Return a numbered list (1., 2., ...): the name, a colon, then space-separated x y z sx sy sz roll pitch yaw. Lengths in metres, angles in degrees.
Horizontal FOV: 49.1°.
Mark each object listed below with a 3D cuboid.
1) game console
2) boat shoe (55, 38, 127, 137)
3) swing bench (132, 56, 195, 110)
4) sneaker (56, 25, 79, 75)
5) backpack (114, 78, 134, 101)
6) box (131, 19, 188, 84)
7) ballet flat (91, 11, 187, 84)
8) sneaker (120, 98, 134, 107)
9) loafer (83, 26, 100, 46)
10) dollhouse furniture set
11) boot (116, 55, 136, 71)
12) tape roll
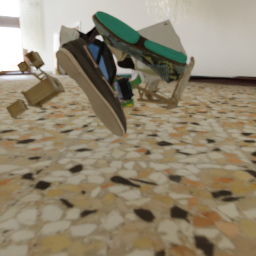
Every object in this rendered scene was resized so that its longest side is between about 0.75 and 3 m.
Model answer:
1. game console: -1.778 -2.434 12.115 1.652 2.784 2.399 -5 61 -22
2. boat shoe: -0.678 -0.976 6.865 0.753 2.643 0.884 -46 21 -27
3. swing bench: 1.648 -2.121 12.563 2.168 2.156 1.407 18 -20 22
4. sneaker: -1.869 -2.392 8.679 0.652 1.627 0.572 9 -12 -19
5. backpack: -0.166 -1.524 11.313 0.654 0.887 0.972 -18 2 1
6. box: 0.798 -2.169 8.027 1.301 1.295 0.851 -21 -12 -8
7. ballet flat: 0.163 -1.817 6.688 2.510 0.932 0.932 30 18 0
8. sneaker: -0.296 -1.851 19.981 1.462 0.623 0.570 -8 17 -24
9. loafer: -1.142 -2.845 8.501 1.072 0.385 0.338 -29 -28 30
10. dollhouse furniture set: -3.831 -1.640 10.814 2.013 1.780 1.119 -32 -4 7
11. boot: 0.330 -2.750 11.682 1.769 0.647 1.332 4 24 -10
12. tape roll: -0.396 -3.046 14.126 2.581 2.581 0.620 -12 -11 -37
